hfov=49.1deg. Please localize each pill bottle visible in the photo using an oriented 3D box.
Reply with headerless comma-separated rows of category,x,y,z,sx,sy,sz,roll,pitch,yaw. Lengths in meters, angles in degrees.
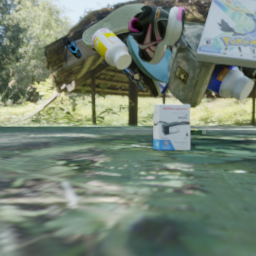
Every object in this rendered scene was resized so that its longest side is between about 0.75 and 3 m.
pill bottle,-0.434,-2.110,7.576,0.663,0.663,1.272,-1,42,-41
pill bottle,4.339,-2.298,13.023,2.644,1.481,1.481,37,24,34

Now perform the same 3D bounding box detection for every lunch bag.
lunch bag,2.171,-2.131,9.547,1.423,2.421,1.986,6,-44,-3

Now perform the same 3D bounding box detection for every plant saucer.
plant saucer,0.861,-2.822,10.659,0.368,2.687,2.687,-30,-18,38

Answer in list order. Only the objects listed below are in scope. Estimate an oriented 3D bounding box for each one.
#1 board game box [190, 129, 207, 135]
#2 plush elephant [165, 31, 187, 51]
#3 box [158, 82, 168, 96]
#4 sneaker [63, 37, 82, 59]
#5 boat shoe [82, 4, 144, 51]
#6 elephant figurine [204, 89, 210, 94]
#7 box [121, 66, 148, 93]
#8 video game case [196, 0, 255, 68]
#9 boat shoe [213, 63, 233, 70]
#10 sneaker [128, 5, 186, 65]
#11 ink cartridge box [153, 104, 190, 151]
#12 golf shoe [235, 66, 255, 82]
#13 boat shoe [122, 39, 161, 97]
board game box,3.216,0.193,14.956,1.288,0.288,2.458,2,1,-2
plush elephant,1.396,-2.732,8.503,0.720,0.874,0.677,-11,-1,20
box,1.919,-2.830,14.676,0.320,1.975,1.196,2,39,-45
sneaker,-2.500,-3.650,12.413,0.476,1.301,0.533,-42,-19,2
boat shoe,-0.327,-3.240,9.143,2.413,0.900,0.751,-27,-14,4
elephant figurine,4.551,-2.594,14.821,1.726,1.893,2.440,-28,9,-39
box,0.148,-1.999,10.685,1.256,0.315,1.266,45,3,18
video game case,3.657,-2.710,7.884,2.943,2.683,0.324,12,-32,17
boat shoe,3.371,-2.739,12.367,2.477,0.814,0.885,10,1,24
sneaker,0.544,-2.542,7.401,1.168,1.086,2.705,13,-9,-9
ink cartridge box,0.986,-0.021,6.359,0.747,1.033,0.435,0,1,-13
golf shoe,5.594,-2.922,10.727,1.150,1.398,2.958,-31,-6,-35
boat shoe,0.513,-2.403,11.713,0.886,2.942,1.049,-25,33,10
